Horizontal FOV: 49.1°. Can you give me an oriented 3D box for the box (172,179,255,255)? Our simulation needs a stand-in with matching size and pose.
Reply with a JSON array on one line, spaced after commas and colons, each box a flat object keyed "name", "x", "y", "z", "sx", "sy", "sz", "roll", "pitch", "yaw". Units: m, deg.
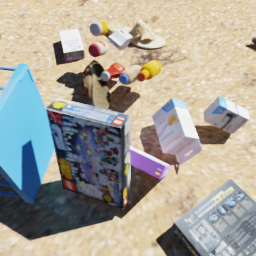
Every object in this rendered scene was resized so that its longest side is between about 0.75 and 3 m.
[{"name": "box", "x": 2.219, "y": 2.294, "z": 6.428, "sx": 1.933, "sy": 0.493, "sz": 1.525, "roll": -30, "pitch": 59, "yaw": -22}]

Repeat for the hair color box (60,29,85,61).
[{"name": "hair color box", "x": -2.076, "y": -3.087, "z": 10.365, "sx": 0.710, "sy": 0.421, "sz": 1.299, "roll": -12, "pitch": 53, "yaw": -9}]

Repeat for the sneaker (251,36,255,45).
[{"name": "sneaker", "x": 5.078, "y": -3.115, "z": 10.394, "sx": 0.999, "sy": 0.403, "sz": 0.373, "roll": 26, "pitch": 61, "yaw": 17}]

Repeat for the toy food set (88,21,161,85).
[{"name": "toy food set", "x": -0.386, "y": -2.169, "z": 8.642, "sx": 2.609, "sy": 1.245, "sz": 1.174, "roll": 41, "pitch": 36, "yaw": 4}]

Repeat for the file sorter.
[{"name": "file sorter", "x": -3.067, "y": 0.166, "z": 6.549, "sx": 1.761, "sy": 2.871, "sz": 1.992, "roll": 8, "pitch": 55, "yaw": 8}]

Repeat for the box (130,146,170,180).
[{"name": "box", "x": 0.121, "y": 0.710, "z": 7.093, "sx": 1.859, "sy": 1.272, "sz": 0.364, "roll": 25, "pitch": 90, "yaw": 15}]

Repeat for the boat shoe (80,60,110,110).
[{"name": "boat shoe", "x": -1.093, "y": -1.216, "z": 8.896, "sx": 0.724, "sy": 0.772, "sz": 2.144, "roll": -31, "pitch": 47, "yaw": 25}]

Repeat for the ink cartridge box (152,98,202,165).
[{"name": "ink cartridge box", "x": 1.302, "y": 0.105, "z": 7.672, "sx": 0.538, "sy": 0.912, "sz": 1.585, "roll": 12, "pitch": 50, "yaw": -35}]

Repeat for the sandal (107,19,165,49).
[{"name": "sandal", "x": 0.275, "y": -3.720, "z": 10.580, "sx": 2.403, "sy": 0.790, "sz": 0.881, "roll": 21, "pitch": 57, "yaw": 15}]

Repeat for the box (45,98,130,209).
[{"name": "box", "x": -0.814, "y": 0.645, "z": 6.300, "sx": 1.702, "sy": 2.486, "sz": 0.496, "roll": 14, "pitch": 40, "yaw": 19}]

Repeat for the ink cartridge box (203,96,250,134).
[{"name": "ink cartridge box", "x": 2.791, "y": -0.347, "z": 7.979, "sx": 1.017, "sy": 0.735, "sz": 0.428, "roll": 23, "pitch": 46, "yaw": -12}]
